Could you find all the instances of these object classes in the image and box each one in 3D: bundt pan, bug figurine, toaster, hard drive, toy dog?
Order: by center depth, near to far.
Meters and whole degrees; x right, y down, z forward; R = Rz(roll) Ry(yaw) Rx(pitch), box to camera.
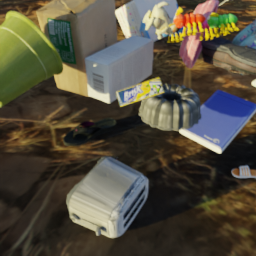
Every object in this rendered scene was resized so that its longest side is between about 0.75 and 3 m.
[{"bbox_3d":[-0.393,1.623,6.821,1.329,1.169,2.057,22,44,23],"label":"toaster"},{"bbox_3d":[1.121,-0.650,7.393,1.698,0.637,1.698,-1,36,0],"label":"bundt pan"},{"bbox_3d":[1.767,-2.683,7.404,1.809,0.600,2.332,-4,11,-5],"label":"bug figurine"},{"bbox_3d":[0.959,-2.816,7.432,0.900,0.872,0.628,19,29,-27],"label":"toy dog"},{"bbox_3d":[2.613,-0.259,8.071,1.325,0.255,2.008,30,59,33],"label":"hard drive"}]

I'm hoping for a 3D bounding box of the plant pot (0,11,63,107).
[{"bbox_3d":[-3.032,-1.559,7.184,1.972,1.972,1.873,25,64,32],"label":"plant pot"}]

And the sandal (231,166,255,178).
[{"bbox_3d":[3.524,1.253,8.170,0.978,0.280,0.375,1,34,2],"label":"sandal"}]

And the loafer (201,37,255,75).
[{"bbox_3d":[3.347,-2.139,8.878,0.999,0.875,2.780,-17,37,-19],"label":"loafer"}]

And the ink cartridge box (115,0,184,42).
[{"bbox_3d":[0.746,-4.464,11.519,1.630,1.673,2.603,-29,20,-13],"label":"ink cartridge box"}]

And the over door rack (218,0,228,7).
[{"bbox_3d":[3.379,-4.174,10.266,0.365,0.809,1.095,-9,3,-25],"label":"over door rack"}]

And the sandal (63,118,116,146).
[{"bbox_3d":[-1.360,0.002,9.819,2.124,0.508,0.799,-26,42,-33],"label":"sandal"}]

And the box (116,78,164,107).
[{"bbox_3d":[0.220,-0.662,5.226,0.852,0.299,0.274,-18,4,7],"label":"box"}]

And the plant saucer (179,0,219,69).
[{"bbox_3d":[2.300,-3.139,9.345,0.573,2.262,2.262,24,39,11],"label":"plant saucer"}]

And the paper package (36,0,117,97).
[{"bbox_3d":[-1.478,-2.946,9.496,1.451,2.804,2.673,13,45,16],"label":"paper package"}]

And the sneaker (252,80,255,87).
[{"bbox_3d":[7.029,-2.447,13.116,2.903,1.092,1.284,-21,25,-27],"label":"sneaker"}]

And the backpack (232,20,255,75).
[{"bbox_3d":[4.520,-2.899,10.227,1.380,1.628,1.833,41,84,15],"label":"backpack"}]

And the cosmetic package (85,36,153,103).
[{"bbox_3d":[-0.207,-1.999,9.186,0.917,1.306,2.574,22,41,27],"label":"cosmetic package"}]
